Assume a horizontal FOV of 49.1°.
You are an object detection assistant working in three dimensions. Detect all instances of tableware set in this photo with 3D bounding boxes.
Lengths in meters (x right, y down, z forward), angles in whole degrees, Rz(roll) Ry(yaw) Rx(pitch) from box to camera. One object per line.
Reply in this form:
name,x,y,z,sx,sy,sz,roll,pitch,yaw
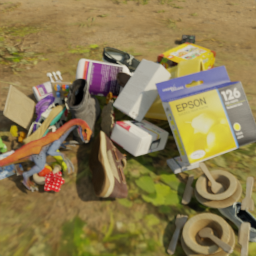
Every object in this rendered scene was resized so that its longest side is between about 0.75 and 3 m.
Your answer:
tableware set,2.139,2.023,7.154,1.864,0.565,2.820,-3,34,29

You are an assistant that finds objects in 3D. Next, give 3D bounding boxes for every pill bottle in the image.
pill bottle,-0.873,-1.935,11.358,2.410,1.355,1.355,8,37,-8
pill bottle,-3.450,-1.642,12.166,1.213,0.676,0.676,-25,44,-22

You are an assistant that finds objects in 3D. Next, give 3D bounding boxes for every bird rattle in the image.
bird rattle,-2.377,1.406,8.547,1.092,0.754,1.339,-12,41,16

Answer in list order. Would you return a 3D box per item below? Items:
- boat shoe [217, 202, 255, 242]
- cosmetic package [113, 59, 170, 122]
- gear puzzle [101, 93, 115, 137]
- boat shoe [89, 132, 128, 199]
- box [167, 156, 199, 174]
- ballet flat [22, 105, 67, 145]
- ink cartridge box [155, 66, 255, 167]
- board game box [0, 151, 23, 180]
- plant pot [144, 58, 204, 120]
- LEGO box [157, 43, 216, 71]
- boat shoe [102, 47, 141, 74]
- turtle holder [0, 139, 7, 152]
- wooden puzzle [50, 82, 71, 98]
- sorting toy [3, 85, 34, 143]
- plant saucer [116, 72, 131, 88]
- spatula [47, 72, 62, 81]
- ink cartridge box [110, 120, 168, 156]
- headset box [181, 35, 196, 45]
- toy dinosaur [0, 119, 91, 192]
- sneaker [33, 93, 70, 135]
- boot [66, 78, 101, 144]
boat shoe,2.931,2.240,7.390,0.536,0.547,1.537,-18,41,-21
cosmetic package,0.456,-1.288,9.628,0.989,0.695,1.949,33,90,46
gear puzzle,-0.689,-0.475,10.111,0.229,0.906,1.749,13,59,-29
boat shoe,-0.557,1.124,8.679,0.995,0.998,2.765,19,23,-22
box,1.741,1.133,8.934,0.838,0.173,0.653,-13,24,-9
ballet flat,-2.715,-0.131,9.035,0.578,0.630,1.835,35,76,-6
ink cartridge box,2.500,-0.502,8.661,2.667,2.699,0.634,-17,-4,-16
board game box,-3.984,1.214,8.990,0.921,0.201,0.926,-22,43,-27
plant pot,1.705,-1.239,10.606,2.301,2.445,2.445,-4,35,22
LEGO box,2.940,-3.335,14.205,2.488,0.960,1.853,-31,47,-34
boat shoe,-0.178,-3.350,13.983,2.398,0.723,0.907,17,61,3
turtle holder,-4.448,0.510,9.087,0.899,0.638,0.683,-9,71,-44
wooden puzzle,-2.479,-1.374,10.463,0.804,0.745,0.186,6,48,-1
sorting toy,-3.989,-0.455,10.104,0.248,1.379,1.851,-12,58,19
plant saucer,-0.061,-1.750,10.380,0.855,0.855,0.137,22,57,25
spatula,-3.663,-2.563,13.969,0.647,0.075,0.931,-10,40,-22
ink cartridge box,0.400,0.284,9.327,1.183,0.686,1.603,31,24,32
headset box,3.751,-5.415,17.327,0.901,0.418,0.784,7,38,9
toy dinosaur,-2.336,0.614,8.225,1.413,2.692,2.443,38,95,41
sneaker,-3.032,-0.463,10.691,1.241,1.200,2.976,-13,29,9
boot,-1.601,-1.016,10.360,1.042,1.965,2.985,-5,39,-4
